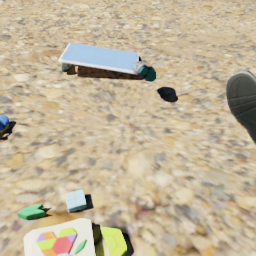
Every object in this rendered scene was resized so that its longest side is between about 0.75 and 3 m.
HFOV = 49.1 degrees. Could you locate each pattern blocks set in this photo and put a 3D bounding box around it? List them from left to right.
[{"bbox_3d":[-1.197,2.383,4.933,2.411,0.222,2.743,-20,47,-20],"label":"pattern blocks set"}]

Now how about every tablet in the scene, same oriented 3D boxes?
[{"bbox_3d":[-0.944,-2.450,9.842,2.613,0.178,1.700,8,36,-2],"label":"tablet"}]

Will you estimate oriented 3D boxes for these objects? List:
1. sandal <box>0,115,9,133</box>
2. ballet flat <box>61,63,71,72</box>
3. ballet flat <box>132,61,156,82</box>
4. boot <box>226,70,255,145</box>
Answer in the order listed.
[{"bbox_3d":[-3.495,-0.043,7.408,0.365,0.400,0.919,11,46,8],"label":"sandal"},{"bbox_3d":[-2.139,-2.288,9.863,0.345,0.343,1.009,-21,44,8],"label":"ballet flat"},{"bbox_3d":[0.466,-1.711,8.336,0.465,0.465,1.294,24,7,24],"label":"ballet flat"},{"bbox_3d":[3.311,-0.749,6.981,0.852,2.361,1.783,-16,30,45],"label":"boot"}]
